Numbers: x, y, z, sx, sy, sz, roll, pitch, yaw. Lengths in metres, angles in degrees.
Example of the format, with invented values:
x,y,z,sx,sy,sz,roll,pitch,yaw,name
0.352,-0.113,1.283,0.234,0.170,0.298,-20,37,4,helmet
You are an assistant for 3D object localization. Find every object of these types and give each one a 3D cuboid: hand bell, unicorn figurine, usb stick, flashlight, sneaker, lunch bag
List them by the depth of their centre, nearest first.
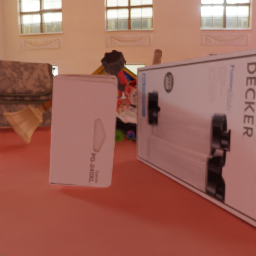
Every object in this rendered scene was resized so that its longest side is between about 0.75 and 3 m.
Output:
x,y,z,sx,sy,sz,roll,pitch,yaw,name
-1.822,-0.478,6.181,1.582,0.824,0.824,-40,20,-12,hand bell
0.045,-0.288,6.404,1.134,0.419,0.779,26,-14,25,unicorn figurine
-0.114,-0.094,7.450,0.770,0.453,2.777,-6,14,-34,usb stick
-3.434,-1.056,8.569,2.395,2.009,1.669,-2,4,-26,lunch bag
-0.169,-1.556,8.604,0.691,0.688,2.033,16,-22,19,flashlight
-0.114,-0.799,8.860,2.605,1.396,0.870,2,33,21,sneaker

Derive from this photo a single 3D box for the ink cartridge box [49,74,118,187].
x,y,z,sx,sy,sz,roll,pitch,yaw,name
-0.613,-0.081,4.403,0.824,1.435,1.976,4,8,-3,ink cartridge box

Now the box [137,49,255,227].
x,y,z,sx,sy,sz,roll,pitch,yaw,name
1.082,-0.088,3.732,0.871,1.689,2.896,-3,10,-22,box

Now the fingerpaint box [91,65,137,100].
x,y,z,sx,sy,sz,roll,pitch,yaw,name
-0.415,-1.553,10.819,1.682,2.016,0.740,-49,-7,-30,fingerpaint box

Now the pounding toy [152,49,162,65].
x,y,z,sx,sy,sz,roll,pitch,yaw,name
1.252,-0.339,6.551,2.507,1.163,1.935,33,-27,12,pounding toy

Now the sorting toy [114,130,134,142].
x,y,z,sx,sy,sz,roll,pitch,yaw,name
-0.307,0.262,6.248,0.899,0.312,0.310,-7,32,6,sorting toy
